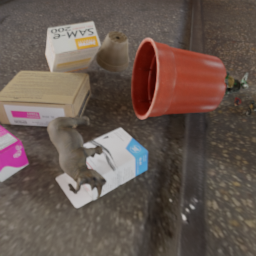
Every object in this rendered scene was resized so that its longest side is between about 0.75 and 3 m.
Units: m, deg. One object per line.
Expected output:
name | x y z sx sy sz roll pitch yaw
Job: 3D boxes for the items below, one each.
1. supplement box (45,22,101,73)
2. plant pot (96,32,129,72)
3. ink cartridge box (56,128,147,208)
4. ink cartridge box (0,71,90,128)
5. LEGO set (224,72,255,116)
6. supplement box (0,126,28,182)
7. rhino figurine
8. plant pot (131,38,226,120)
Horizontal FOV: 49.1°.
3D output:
supplement box | -2.390 -3.213 11.631 1.788 1.043 2.837 -17 0 -20
plant pot | -0.564 -3.404 12.221 1.489 1.292 1.489 9 50 -11
ink cartridge box | -0.771 1.051 7.923 2.364 0.788 1.369 -25 45 -28
ink cartridge box | -3.026 -1.118 10.354 2.821 1.059 2.324 4 39 6
LEGO set | 4.122 -1.472 11.259 1.896 0.828 2.920 -9 53 -9
supplement box | -4.001 0.585 8.358 1.895 0.959 0.979 30 48 31
rhino figurine | -1.252 0.679 7.040 1.065 0.728 2.436 -11 64 -36
plant pot | 1.754 -1.602 9.823 2.635 2.710 2.710 1 38 -16
